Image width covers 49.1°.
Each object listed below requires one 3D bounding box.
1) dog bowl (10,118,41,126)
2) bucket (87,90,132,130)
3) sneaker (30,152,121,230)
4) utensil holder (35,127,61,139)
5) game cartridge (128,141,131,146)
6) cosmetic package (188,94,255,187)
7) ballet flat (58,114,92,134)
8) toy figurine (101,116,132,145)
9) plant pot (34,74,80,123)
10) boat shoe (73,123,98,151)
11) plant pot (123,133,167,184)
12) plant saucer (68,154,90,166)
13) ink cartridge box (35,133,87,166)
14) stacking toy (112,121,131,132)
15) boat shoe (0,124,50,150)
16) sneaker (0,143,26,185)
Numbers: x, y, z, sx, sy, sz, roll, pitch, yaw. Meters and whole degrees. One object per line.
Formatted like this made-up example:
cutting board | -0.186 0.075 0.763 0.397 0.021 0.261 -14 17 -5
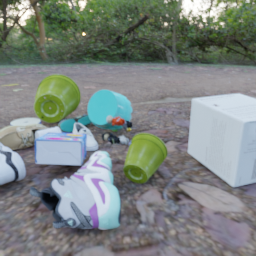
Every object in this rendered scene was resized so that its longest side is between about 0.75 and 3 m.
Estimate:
dog bowl | -4.626 -0.029 12.738 1.325 0.522 1.325 0 18 0
bucket | -0.850 -0.795 12.406 1.815 1.815 1.181 11 -3 30
sneaker | -1.402 1.457 7.126 2.055 1.142 2.937 -3 18 -11
utensil holder | -3.063 0.380 10.787 0.838 0.712 0.712 -12 22 -32
game cartridge | 0.385 0.514 11.444 0.562 0.166 0.867 -11 11 22
cosmetic package | 3.511 0.251 9.038 2.106 2.093 2.516 -8 22 -19
ballet flat | -2.547 -0.135 13.063 0.747 0.747 2.011 14 20 37
toy figurine | -0.449 0.113 11.205 0.794 1.142 1.124 12 1 27
plant pot | -3.598 -1.288 13.743 2.269 2.269 2.185 -1 22 -2
boat shoe | -1.755 0.321 11.315 0.665 0.607 1.849 -11 28 -24
plant pot | 0.439 1.005 8.509 1.236 1.236 1.191 8 39 23
plant saucer | -1.845 1.070 9.930 0.978 0.168 0.978 -1 18 0
ink cartridge box | -2.129 0.623 9.269 1.423 0.796 2.086 3 4 -5
stacking toy | -0.300 -0.134 13.044 0.857 0.201 0.646 0 53 -2
boat shoe | -4.059 0.340 10.962 0.831 0.917 2.574 9 19 27
sneaker | -4.332 1.121 8.344 2.635 0.990 1.514 14 25 41
